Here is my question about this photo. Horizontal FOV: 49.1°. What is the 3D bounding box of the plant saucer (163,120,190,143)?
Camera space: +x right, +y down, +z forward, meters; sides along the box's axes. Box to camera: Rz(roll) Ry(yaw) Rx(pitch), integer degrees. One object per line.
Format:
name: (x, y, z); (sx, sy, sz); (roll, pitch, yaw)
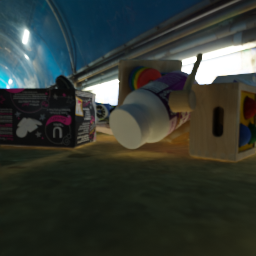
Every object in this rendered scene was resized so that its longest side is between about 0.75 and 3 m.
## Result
plant saucer: (1.801, 0.110, 8.507); (1.622, 0.287, 1.622); (-18, -16, -6)

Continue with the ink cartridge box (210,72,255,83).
ink cartridge box: (4.373, -0.878, 11.046); (1.746, 2.403, 1.051); (4, 41, 47)

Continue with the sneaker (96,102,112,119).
sneaker: (-1.381, -0.882, 13.952); (0.966, 0.851, 2.166); (-1, 16, -37)

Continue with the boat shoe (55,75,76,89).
boat shoe: (-1.992, -1.021, 9.367); (0.627, 1.659, 0.500); (-34, 0, 34)

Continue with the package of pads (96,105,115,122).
package of pads: (-0.819, -0.692, 17.330); (2.452, 0.836, 1.894); (1, 32, 14)

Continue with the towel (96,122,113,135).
towel: (-0.777, 0.020, 10.405); (1.564, 0.264, 1.637); (3, -11, 44)

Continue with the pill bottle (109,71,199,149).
pill bottle: (0.680, -0.434, 6.605); (1.287, 1.287, 2.292); (3, 28, 46)

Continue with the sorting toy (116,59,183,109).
sorting toy: (0.873, -0.896, 8.928); (2.415, 2.429, 0.845); (-9, 23, -33)

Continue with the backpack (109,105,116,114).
backpack: (0.029, -0.410, 11.678); (1.450, 1.100, 1.737); (45, 5, -16)

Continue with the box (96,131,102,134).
box: (-1.335, 0.001, 11.775); (1.208, 0.423, 0.388); (-1, 13, -12)

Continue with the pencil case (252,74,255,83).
pencil case: (4.225, -1.307, 9.019); (0.404, 0.890, 0.370); (11, 35, 39)

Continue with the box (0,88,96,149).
box: (-2.493, -0.293, 8.154); (2.788, 1.600, 1.842); (2, 3, 12)

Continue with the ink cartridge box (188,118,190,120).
ink cartridge box: (3.404, -0.115, 9.275); (1.988, 1.130, 2.728); (-1, 3, -25)

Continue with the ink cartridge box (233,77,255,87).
ink cartridge box: (4.280, -0.397, 7.075); (2.634, 0.570, 2.586); (14, 24, -11)

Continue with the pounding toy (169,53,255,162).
pounding toy: (1.891, -0.456, 5.677); (1.122, 2.155, 2.453); (5, 5, 38)

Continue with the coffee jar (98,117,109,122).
coffee jar: (-0.997, -0.181, 13.586); (0.729, 0.596, 1.398); (7, 15, 15)
